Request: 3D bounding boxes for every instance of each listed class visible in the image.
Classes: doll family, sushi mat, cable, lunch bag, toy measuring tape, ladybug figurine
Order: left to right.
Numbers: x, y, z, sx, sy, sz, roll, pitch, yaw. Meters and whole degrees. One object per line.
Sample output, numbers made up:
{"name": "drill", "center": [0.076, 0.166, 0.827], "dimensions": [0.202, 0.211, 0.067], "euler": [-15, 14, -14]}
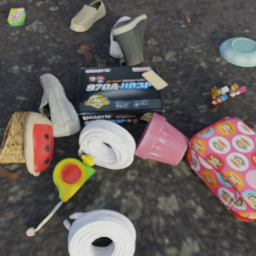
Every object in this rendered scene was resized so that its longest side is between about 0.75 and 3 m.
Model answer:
{"name": "ladybug figurine", "center": [-2.686, 0.486, 8.550], "dimensions": [0.690, 1.302, 1.919], "euler": [-1, 84, -2]}
{"name": "toy measuring tape", "center": [-2.037, 1.707, 7.955], "dimensions": [0.995, 0.995, 2.706], "euler": [34, 66, 23]}
{"name": "cable", "center": [-0.625, 2.730, 6.759], "dimensions": [1.622, 1.622, 0.561], "euler": [-15, 20, 0]}
{"name": "cable", "center": [-0.623, 0.534, 8.334], "dimensions": [1.728, 1.727, 0.598], "euler": [21, 49, 7]}
{"name": "sushi mat", "center": [0.968, -1.751, 10.241], "dimensions": [0.461, 0.058, 0.964], "euler": [-29, 59, -22]}
{"name": "doll family", "center": [3.575, -1.346, 10.372], "dimensions": [1.384, 0.859, 0.624], "euler": [-22, 88, -17]}
{"name": "lunch bag", "center": [3.415, 1.001, 8.319], "dimensions": [2.507, 1.166, 2.846], "euler": [-27, 57, -19]}

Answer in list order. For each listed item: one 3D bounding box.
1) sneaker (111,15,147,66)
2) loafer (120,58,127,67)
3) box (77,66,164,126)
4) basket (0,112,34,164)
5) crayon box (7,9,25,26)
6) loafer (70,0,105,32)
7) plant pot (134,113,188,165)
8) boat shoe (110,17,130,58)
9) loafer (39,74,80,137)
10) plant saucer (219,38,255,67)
{"name": "sneaker", "center": [0.191, -3.594, 11.443], "dimensions": [1.094, 1.554, 2.925], "euler": [-7, 28, 24]}
{"name": "loafer", "center": [-0.167, -2.667, 11.674], "dimensions": [0.323, 0.287, 0.851], "euler": [-8, 53, -6]}
{"name": "box", "center": [-0.307, -1.230, 10.318], "dimensions": [2.995, 0.689, 2.381], "euler": [-2, 53, -2]}
{"name": "basket", "center": [-3.624, 0.253, 8.930], "dimensions": [1.165, 1.116, 1.563], "euler": [0, 52, -1]}
{"name": "crayon box", "center": [-5.485, -5.454, 13.783], "dimensions": [0.628, 0.308, 1.057], "euler": [-4, 53, -3]}
{"name": "loafer", "center": [-1.970, -5.441, 13.472], "dimensions": [0.870, 0.785, 2.299], "euler": [27, 57, 19]}
{"name": "plant pot", "center": [1.072, 0.458, 8.696], "dimensions": [1.309, 1.463, 1.463], "euler": [27, 56, 0]}
{"name": "boat shoe", "center": [-0.226, -4.314, 12.545], "dimensions": [1.002, 0.890, 2.724], "euler": [4, 53, 3]}
{"name": "loafer", "center": [-2.640, -0.863, 9.809], "dimensions": [1.036, 1.038, 2.968], "euler": [-22, 51, -17]}
{"name": "plant saucer", "center": [5.014, -3.445, 12.225], "dimensions": [1.950, 0.375, 1.950], "euler": [0, 53, 1]}
